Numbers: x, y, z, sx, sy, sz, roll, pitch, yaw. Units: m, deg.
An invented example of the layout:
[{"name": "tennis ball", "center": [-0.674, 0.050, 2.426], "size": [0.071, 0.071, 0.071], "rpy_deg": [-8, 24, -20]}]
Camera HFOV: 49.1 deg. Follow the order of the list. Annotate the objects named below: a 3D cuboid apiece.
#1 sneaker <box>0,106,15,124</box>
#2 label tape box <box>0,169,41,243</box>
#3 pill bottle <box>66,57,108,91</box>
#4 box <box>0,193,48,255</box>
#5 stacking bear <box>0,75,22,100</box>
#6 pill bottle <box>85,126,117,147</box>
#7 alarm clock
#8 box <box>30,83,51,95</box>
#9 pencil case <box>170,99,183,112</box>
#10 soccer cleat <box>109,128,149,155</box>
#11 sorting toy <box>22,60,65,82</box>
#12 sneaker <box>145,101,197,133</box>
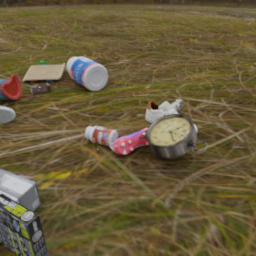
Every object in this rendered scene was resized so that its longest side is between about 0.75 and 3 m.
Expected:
[{"name": "sneaker", "center": [-5.437, -0.612, 11.071], "size": [1.933, 0.758, 0.767], "rpy_deg": [-5, 36, -6]}, {"name": "label tape box", "center": [-3.607, 2.033, 6.509], "size": [1.809, 0.794, 2.508], "rpy_deg": [14, 33, 22]}, {"name": "pill bottle", "center": [-2.203, -2.857, 14.353], "size": [1.358, 1.358, 2.419], "rpy_deg": [-20, 34, -30]}, {"name": "box", "center": [-2.208, 2.137, 5.739], "size": [1.121, 1.399, 0.310], "rpy_deg": [16, 34, 27]}, {"name": "stacking bear", "center": [-5.900, -1.773, 12.865], "size": [1.783, 1.014, 1.083], "rpy_deg": [3, 46, 24]}, {"name": "pill bottle", "center": [-0.946, 0.276, 9.729], "size": [1.051, 0.590, 0.590], "rpy_deg": [12, 32, 22]}, {"name": "alarm clock", "center": [1.496, 0.337, 8.601], "size": [1.514, 0.747, 2.244], "rpy_deg": [-40, 34, -18]}, {"name": "box", "center": [-4.291, -1.906, 13.723], "size": [0.912, 0.342, 0.457], "rpy_deg": [-14, 33, -26]}, {"name": "pencil case", "center": [1.898, -0.828, 11.722], "size": [0.421, 0.484, 1.082], "rpy_deg": [18, 36, 30]}, {"name": "soccer cleat", "center": [0.292, 0.392, 9.545], "size": [1.953, 0.651, 0.747], "rpy_deg": [-21, 21, -34]}, {"name": "sorting toy", "center": [-4.654, -3.260, 15.943], "size": [2.116, 0.421, 2.862], "rpy_deg": [-6, 34, -1]}, {"name": "sneaker", "center": [1.589, -0.416, 10.578], "size": [2.230, 0.944, 0.812], "rpy_deg": [23, 36, 32]}]
